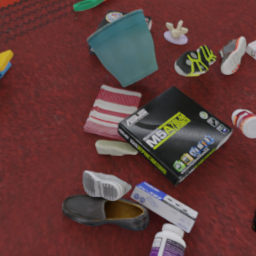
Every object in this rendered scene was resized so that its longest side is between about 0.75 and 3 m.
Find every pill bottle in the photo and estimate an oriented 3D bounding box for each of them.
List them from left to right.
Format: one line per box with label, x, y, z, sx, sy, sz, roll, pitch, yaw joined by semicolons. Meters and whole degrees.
pill bottle;0.968;3.257;7.096;0.814;0.814;1.448;17;57;11
pill bottle;3.724;-0.176;8.825;0.660;0.660;1.169;-2;19;-1

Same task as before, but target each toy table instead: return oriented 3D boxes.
toy table;2.152;-4.250;12.502;1.087;0.637;0.999;16;56;12

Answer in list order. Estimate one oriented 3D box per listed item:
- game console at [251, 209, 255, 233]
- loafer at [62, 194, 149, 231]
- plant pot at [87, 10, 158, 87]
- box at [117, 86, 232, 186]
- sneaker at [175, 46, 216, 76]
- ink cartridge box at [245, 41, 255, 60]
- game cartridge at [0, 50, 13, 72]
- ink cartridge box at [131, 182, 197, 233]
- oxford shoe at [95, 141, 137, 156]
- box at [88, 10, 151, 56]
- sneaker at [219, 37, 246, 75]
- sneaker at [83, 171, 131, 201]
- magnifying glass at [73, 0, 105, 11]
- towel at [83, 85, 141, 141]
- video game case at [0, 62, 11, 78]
game console;4.410;2.310;8.124;1.203;0.246;2.040;22;59;15
loafer;-0.643;2.213;7.772;2.513;0.908;0.915;4;56;4
plant pot;0.001;-2.742;10.189;2.239;2.239;2.104;-34;102;-21
box;1.542;0.107;9.324;2.798;0.665;2.702;-34;65;-27
sneaker;2.437;-2.283;10.479;1.004;1.018;2.664;52;41;8
ink cartridge box;5.614;-3.263;11.954;0.659;0.382;0.910;-27;59;-18
game cartridge;-5.152;-2.344;10.621;1.477;0.240;1.302;-14;42;15
ink cartridge box;1.019;2.167;7.831;1.778;0.836;0.393;28;97;18
oxford shoe;-0.393;0.715;9.175;1.391;0.402;0.523;8;26;-11
box;-0.300;-4.116;12.425;2.123;0.587;2.650;15;56;10
sneaker;4.179;-2.959;11.669;0.877;0.826;2.143;11;50;40
sneaker;-0.653;1.623;7.894;0.706;0.644;1.722;-4;12;-44
magnifying glass;-1.532;-6.427;14.117;2.765;0.310;1.100;-37;40;-26
towel;-0.513;-0.620;10.181;1.608;0.254;2.232;12;56;8
video game case;-6.144;-1.911;11.102;1.845;0.230;2.578;15;56;10
